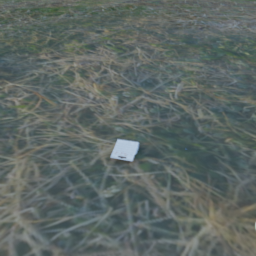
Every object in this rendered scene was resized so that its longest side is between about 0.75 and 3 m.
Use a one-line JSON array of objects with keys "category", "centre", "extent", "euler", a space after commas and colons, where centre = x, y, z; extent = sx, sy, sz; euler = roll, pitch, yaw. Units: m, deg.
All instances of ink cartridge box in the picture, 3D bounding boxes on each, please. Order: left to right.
[{"category": "ink cartridge box", "centre": [-0.107, 0.770, 9.041], "extent": [0.736, 0.258, 0.906], "euler": [8, 43, 11]}]
